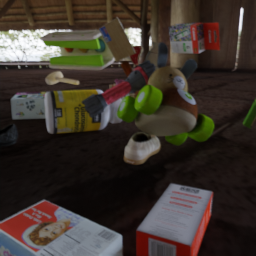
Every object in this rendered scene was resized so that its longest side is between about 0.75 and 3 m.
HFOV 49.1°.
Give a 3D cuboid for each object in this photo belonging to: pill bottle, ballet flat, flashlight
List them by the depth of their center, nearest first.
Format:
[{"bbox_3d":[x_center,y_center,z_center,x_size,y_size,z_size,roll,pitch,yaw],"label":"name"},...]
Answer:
[{"bbox_3d":[-3.939,0.315,7.431,0.662,0.565,1.991,14,21,42],"label":"ballet flat"},{"bbox_3d":[-0.212,-1.066,7.932,2.260,0.765,0.768,-30,47,-7],"label":"flashlight"},{"bbox_3d":[-1.448,-0.561,9.179,2.408,1.349,1.349,-5,16,-19],"label":"pill bottle"}]

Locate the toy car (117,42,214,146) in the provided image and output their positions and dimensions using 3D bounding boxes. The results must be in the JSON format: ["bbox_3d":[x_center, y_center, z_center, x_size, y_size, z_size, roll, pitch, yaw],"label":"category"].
[{"bbox_3d":[1.108,-0.999,7.144,1.911,2.326,1.835,25,-20,-22],"label":"toy car"}]

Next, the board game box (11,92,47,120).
[{"bbox_3d":[-3.271,-0.982,11.659,2.720,0.874,2.006,-2,15,-14],"label":"board game box"}]

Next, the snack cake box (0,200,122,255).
[{"bbox_3d":[-0.880,1.453,3.407,1.448,0.487,0.833,11,20,35],"label":"snack cake box"}]

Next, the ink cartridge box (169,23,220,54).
[{"bbox_3d":[1.628,-2.231,6.984,0.318,0.688,1.263,-32,33,-33],"label":"ink cartridge box"}]

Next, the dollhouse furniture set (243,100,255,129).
[{"bbox_3d":[5.146,-0.024,9.078,2.484,0.959,1.241,25,15,14],"label":"dollhouse furniture set"}]

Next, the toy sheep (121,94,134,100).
[{"bbox_3d":[-0.420,-0.927,10.910,1.736,1.197,1.197,-20,16,1],"label":"toy sheep"}]

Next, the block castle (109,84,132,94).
[{"bbox_3d":[0.050,-1.796,14.580,2.002,0.939,1.338,-16,26,-40],"label":"block castle"}]

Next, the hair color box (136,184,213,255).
[{"bbox_3d":[0.714,1.326,3.973,0.721,0.435,1.421,7,18,26],"label":"hair color box"}]

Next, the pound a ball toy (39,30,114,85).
[{"bbox_3d":[-1.705,-2.325,9.309,2.634,1.717,1.119,9,37,30],"label":"pound a ball toy"}]

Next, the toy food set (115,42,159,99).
[{"bbox_3d":[0.259,-1.580,8.574,1.344,2.115,0.333,7,10,12],"label":"toy food set"}]

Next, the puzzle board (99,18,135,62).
[{"bbox_3d":[-0.227,-1.823,5.848,0.589,0.781,0.068,-9,28,45],"label":"puzzle board"}]

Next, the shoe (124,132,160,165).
[{"bbox_3d":[0.416,0.395,7.128,0.689,0.526,1.972,6,13,16],"label":"shoe"}]

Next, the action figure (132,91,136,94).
[{"bbox_3d":[0.629,-0.936,11.868,1.153,0.615,1.772,3,31,-15],"label":"action figure"}]
